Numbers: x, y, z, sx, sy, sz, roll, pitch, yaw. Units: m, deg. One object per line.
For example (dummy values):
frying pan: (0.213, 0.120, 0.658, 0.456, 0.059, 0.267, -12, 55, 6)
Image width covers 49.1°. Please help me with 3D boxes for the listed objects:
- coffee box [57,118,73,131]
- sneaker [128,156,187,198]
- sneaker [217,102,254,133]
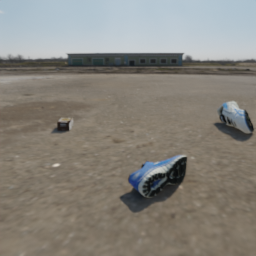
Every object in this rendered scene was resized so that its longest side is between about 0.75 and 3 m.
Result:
coffee box: (-2.776, -0.166, 12.383, 0.534, 0.377, 0.944, 0, 14, -2)
sneaker: (0.770, 1.048, 6.968, 1.879, 0.738, 0.838, -13, 22, -41)
sneaker: (4.709, -0.385, 12.386, 1.066, 1.057, 2.940, -27, 15, 12)
